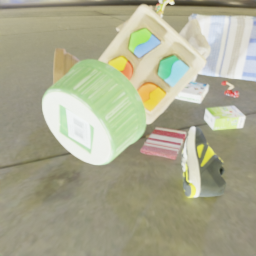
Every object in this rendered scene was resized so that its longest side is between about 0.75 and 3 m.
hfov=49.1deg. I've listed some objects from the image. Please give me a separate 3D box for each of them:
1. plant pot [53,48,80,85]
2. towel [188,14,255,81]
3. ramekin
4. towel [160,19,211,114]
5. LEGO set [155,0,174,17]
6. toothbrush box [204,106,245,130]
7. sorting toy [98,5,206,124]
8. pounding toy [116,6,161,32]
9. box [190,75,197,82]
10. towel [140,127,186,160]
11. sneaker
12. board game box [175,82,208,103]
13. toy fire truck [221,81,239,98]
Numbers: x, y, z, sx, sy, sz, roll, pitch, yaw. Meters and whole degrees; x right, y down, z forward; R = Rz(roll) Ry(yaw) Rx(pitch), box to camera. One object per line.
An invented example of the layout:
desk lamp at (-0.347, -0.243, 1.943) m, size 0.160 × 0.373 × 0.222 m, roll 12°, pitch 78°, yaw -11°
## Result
plant pot at (-1.593, -1.258, 7.882) m, size 0.855 × 1.852 × 1.852 m, roll 1°, pitch 31°, yaw -10°
towel at (3.375, -2.898, 9.993) m, size 2.921 × 2.146 × 0.348 m, roll 17°, pitch 19°, yaw 33°
ramekin at (-0.703, -0.216, 5.305) m, size 1.913 × 1.913 × 0.934 m, roll 19°, pitch 46°, yaw 29°
towel at (1.549, -1.932, 9.193) m, size 0.496 × 2.878 × 1.907 m, roll 20°, pitch 41°, yaw -22°
LEGO set at (1.329, -4.669, 10.247) m, size 1.379 × 0.513 × 0.635 m, roll -44°, pitch 49°, yaw 0°
toothbrush box at (3.754, -0.394, 10.974) m, size 1.232 × 0.531 × 0.897 m, roll -3°, pitch 32°, yaw -8°
sorting toy at (0.423, -1.451, 6.986) m, size 2.122 × 2.293 × 0.418 m, roll 39°, pitch 23°, yaw -9°
pounding toy at (0.523, -3.307, 9.275) m, size 1.741 × 0.999 × 0.995 m, roll -37°, pitch 22°, yaw -10°
box at (3.182, -2.815, 14.962) m, size 0.858 × 0.490 × 0.933 m, roll 13°, pitch 33°, yaw 19°
towel at (1.285, 0.500, 9.857) m, size 1.223 × 0.193 × 1.697 m, roll 11°, pitch 31°, yaw 20°
sneaker at (2.241, 1.034, 8.388) m, size 1.155 × 1.017 × 2.730 m, roll 9°, pitch 41°, yaw 4°
board game box at (2.529, -1.869, 13.492) m, size 2.337 × 0.404 × 1.475 m, roll 15°, pitch 34°, yaw 23°
toy fire truck at (4.823, -1.825, 13.235) m, size 0.862 × 0.608 × 0.210 m, roll 25°, pitch 41°, yaw 36°
